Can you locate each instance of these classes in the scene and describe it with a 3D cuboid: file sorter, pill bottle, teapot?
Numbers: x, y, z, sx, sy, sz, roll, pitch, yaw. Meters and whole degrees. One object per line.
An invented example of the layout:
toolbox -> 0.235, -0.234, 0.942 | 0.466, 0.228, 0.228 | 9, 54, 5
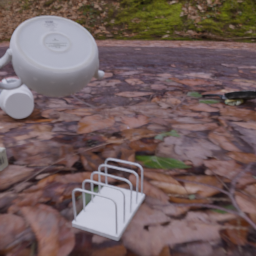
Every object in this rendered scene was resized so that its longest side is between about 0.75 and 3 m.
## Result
file sorter -> -0.373, 1.419, 6.025 | 1.046, 0.939, 1.508 | 9, 23, 21
pill bottle -> -4.894, -1.290, 12.138 | 1.373, 1.373, 2.371 | -11, 26, -25
teapot -> -2.028, -1.660, 7.555 | 2.381, 1.739, 2.350 | 28, 54, -1

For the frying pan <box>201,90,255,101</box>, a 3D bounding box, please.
frying pan -> 4.988, -1.575, 13.715 | 2.771, 0.451, 1.676 | -1, -2, 17

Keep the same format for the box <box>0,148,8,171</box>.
box -> -4.336, 0.850, 7.885 | 1.708, 0.584, 0.702 | 6, 23, 16

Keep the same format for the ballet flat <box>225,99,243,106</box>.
ballet flat -> 5.093, -1.191, 13.393 | 0.887, 0.314, 0.314 | 0, 22, -1
